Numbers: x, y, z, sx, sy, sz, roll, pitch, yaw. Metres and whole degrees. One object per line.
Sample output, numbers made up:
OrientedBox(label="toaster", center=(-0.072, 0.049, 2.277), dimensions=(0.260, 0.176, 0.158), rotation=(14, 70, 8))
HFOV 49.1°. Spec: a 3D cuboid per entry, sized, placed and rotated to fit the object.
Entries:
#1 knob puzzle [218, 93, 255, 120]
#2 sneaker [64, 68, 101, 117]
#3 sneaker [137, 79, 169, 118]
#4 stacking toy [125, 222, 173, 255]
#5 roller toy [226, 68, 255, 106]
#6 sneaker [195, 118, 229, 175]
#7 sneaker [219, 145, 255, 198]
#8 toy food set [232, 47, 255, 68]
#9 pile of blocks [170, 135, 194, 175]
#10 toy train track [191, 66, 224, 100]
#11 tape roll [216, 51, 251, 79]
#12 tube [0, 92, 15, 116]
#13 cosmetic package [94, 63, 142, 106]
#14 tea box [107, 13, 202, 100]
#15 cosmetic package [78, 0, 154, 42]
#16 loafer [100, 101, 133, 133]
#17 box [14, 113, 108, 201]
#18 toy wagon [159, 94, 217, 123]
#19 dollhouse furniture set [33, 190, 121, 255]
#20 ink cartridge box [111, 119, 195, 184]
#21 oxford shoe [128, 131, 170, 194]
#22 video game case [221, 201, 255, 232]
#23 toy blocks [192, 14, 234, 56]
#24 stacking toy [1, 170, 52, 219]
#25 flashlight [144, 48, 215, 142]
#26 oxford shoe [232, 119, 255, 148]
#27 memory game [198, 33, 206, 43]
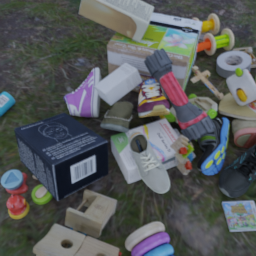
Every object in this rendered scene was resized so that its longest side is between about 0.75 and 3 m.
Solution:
OrientedBox(label="knob puzzle", center=(4.568, -0.791, 10.108), dimensions=(2.953, 0.409, 2.953), rotation=(-9, 29, 5))
OrientedBox(label="sneaker", center=(-1.734, -1.436, 10.697), dimensions=(1.376, 0.875, 2.413), rotation=(0, 49, 4))
OrientedBox(label="sneaker", center=(0.727, -1.006, 9.138), dimensions=(0.997, 1.199, 2.661), rotation=(-5, 6, -3))
OrientedBox(label="stacking toy", center=(0.917, 3.504, 6.325), dimensions=(1.084, 1.084, 2.538), rotation=(-20, 56, -17))
OrientedBox(label="roller toy", center=(3.944, -1.356, 9.675), dimensions=(0.851, 1.112, 1.219), rotation=(-29, 62, 27))
OrientedBox(label="sneaker", center=(2.596, 0.559, 8.990), dimensions=(1.037, 0.887, 2.502), rotation=(4, 40, 25))
OrientedBox(label="sneaker", center=(3.591, 1.098, 8.421), dimensions=(2.399, 0.951, 0.904), rotation=(-37, 62, -26))
OrientedBox(label="toy food set", center=(5.333, -3.130, 12.455), dimensions=(0.919, 0.387, 1.280), rotation=(-7, 49, -6))
OrientedBox(label="pile of blocks", center=(1.683, 0.844, 7.956), dimensions=(0.641, 1.562, 0.485), rotation=(-31, 48, -5))
OrientedBox(label="toy train track", center=(3.034, -1.764, 10.638), dimensions=(0.957, 0.272, 1.669), rotation=(-30, 73, -24))
OrientedBox(label="tape roll", center=(4.452, -2.673, 11.845), dimensions=(1.377, 0.455, 1.377), rotation=(-8, 46, 8))
OrientedBox(label="tube", center=(-5.045, -0.379, 10.022), dimensions=(0.862, 0.561, 2.225), rotation=(20, 56, 26))
OrientedBox(label="cosmetic package", center=(-0.332, -1.480, 9.371), dimensions=(1.393, 0.591, 0.749), rotation=(-39, 46, -10))
OrientedBox(label="tea box", center=(1.088, -2.950, 11.218), dimensions=(2.989, 1.997, 2.940), rotation=(15, 52, 12))
OrientedBox(label="cosmetic package", center=(-0.391, -4.109, 9.812), dimensions=(2.367, 0.841, 1.245), rotation=(23, 52, -7))
OrientedBox(label="loafer", center=(-0.314, -0.451, 9.023), dimensions=(0.917, 0.849, 2.438), rotation=(11, 12, 0))
OrientedBox(label="box", center=(-1.921, 0.694, 8.057), dimensions=(1.697, 1.224, 2.287), rotation=(-23, 38, -36))
OrientedBox(label="toy wagon", center=(2.088, -0.581, 9.970), dimensions=(2.017, 0.399, 1.565), rotation=(-19, 30, -6))
OrientedBox(label="dollhouse furniture set", center=(-0.901, 2.969, 6.691), dimensions=(1.630, 1.639, 2.326), rotation=(16, 22, 13))
OrientedBox(label="ink cartridge box", center=(0.840, 0.613, 8.907), dimensions=(2.463, 0.829, 1.442), rotation=(-18, 52, -15))
OrientedBox(label="oxford shoe", center=(0.541, 0.946, 7.722), dimensions=(0.716, 0.550, 1.904), rotation=(-26, 83, -4))
OrientedBox(label="video game case", center=(3.173, 2.449, 7.805), dimensions=(0.925, 0.102, 0.842), rotation=(-2, 49, -2))
OrientedBox(label="toy blocks", center=(3.062, -4.139, 12.930), dimensions=(2.777, 1.008, 2.314), rotation=(-16, 54, -9))
OrientedBox(label="stacking toy", center=(-2.959, 1.712, 8.107), dimensions=(1.310, 0.611, 1.447), rotation=(-20, 52, -16))
OrientedBox(label="flashlight", center=(1.503, -1.022, 8.513), dimensions=(0.984, 0.981, 2.897), rotation=(-28, 88, -54))
OrientedBox(label="oxford shoe", center=(4.943, 0.010, 9.337), dimensions=(2.888, 1.022, 1.066), rotation=(2, 46, 1))
OrientedBox(label="memory game", center=(3.667, -4.472, 13.842), dimensions=(0.930, 0.059, 0.930), rotation=(0, 49, 0))
